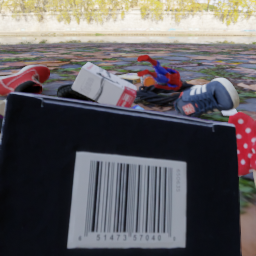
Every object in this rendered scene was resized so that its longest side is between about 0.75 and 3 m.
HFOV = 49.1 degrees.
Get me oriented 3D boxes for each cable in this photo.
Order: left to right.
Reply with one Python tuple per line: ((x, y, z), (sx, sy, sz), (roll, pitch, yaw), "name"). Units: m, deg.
((1.520, -1.378, 11.558), (2.616, 0.664, 2.134), (-5, 29, -1), "cable")

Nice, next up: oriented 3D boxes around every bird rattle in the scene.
((2.688, 0.417, 4.498), (1.668, 2.961, 2.414), (22, 49, -30), "bird rattle")

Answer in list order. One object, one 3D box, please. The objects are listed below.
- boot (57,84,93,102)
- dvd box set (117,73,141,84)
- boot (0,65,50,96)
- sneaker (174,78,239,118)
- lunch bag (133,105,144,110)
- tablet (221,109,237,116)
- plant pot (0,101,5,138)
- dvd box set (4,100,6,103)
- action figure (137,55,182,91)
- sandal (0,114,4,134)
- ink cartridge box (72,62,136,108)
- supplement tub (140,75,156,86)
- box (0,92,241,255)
((-1.564, -1.330, 10.777), (2.406, 0.905, 1.799), (-17, 18, -14), "boot")
((0.224, -2.776, 15.631), (1.257, 0.253, 1.718), (13, 24, 31), "dvd box set")
((-4.175, -2.045, 12.653), (2.143, 1.076, 2.971), (12, 32, 28), "boot")
((2.315, -0.782, 8.855), (1.228, 1.089, 2.906), (-28, 5, -7), "sneaker")
((-0.189, 0.415, 6.377), (2.100, 0.988, 1.581), (-20, 31, -25), "lunch bag")
((3.647, -0.568, 10.058), (0.538, 0.056, 0.826), (4, 21, 9), "tablet")
((-3.508, 0.056, 6.722), (1.399, 1.238, 1.397), (-1, 21, 0), "plant pot")
((-3.858, -0.545, 9.397), (2.376, 0.349, 1.738), (11, 24, 33), "dvd box set")
((1.333, -2.001, 10.814), (0.734, 0.929, 2.840), (-12, -14, 39), "action figure")
((-2.643, -0.169, 5.142), (2.286, 0.547, 0.859), (-2, -3, 2), "sandal")
((-0.800, -1.452, 10.086), (2.071, 0.858, 1.520), (26, 19, -9), "ink cartridge box")
((0.997, -2.340, 13.840), (0.703, 0.703, 1.148), (-1, 21, -3), "supplement tub")
((-0.330, 0.662, 2.814), (1.716, 1.210, 2.319), (7, -13, -19), "box")
